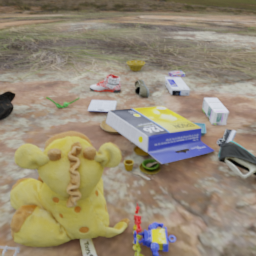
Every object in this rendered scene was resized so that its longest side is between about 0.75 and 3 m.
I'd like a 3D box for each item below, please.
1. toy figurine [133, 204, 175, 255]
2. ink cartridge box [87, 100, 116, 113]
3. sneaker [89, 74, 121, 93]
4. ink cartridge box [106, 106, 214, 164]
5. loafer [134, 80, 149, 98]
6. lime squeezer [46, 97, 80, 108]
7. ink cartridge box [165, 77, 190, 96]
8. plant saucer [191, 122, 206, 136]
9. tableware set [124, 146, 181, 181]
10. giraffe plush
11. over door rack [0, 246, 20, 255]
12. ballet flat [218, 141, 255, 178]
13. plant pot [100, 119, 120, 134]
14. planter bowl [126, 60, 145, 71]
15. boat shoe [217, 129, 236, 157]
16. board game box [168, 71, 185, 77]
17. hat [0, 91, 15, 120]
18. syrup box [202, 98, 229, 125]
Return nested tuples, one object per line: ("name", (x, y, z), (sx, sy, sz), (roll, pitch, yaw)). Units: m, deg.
("toy figurine", (0.567, 2.307, 5.774), (0.890, 0.783, 1.485), (5, 29, -2))
("ink cartridge box", (-1.115, -0.868, 12.144), (1.124, 0.248, 1.145), (3, 30, 3))
("sneaker", (-1.158, -2.272, 14.066), (1.639, 0.878, 0.547), (7, 29, 13))
("ink cartridge box", (1.107, 0.069, 9.180), (2.666, 0.634, 2.697), (-6, 28, -41))
("loafer", (0.574, -1.969, 13.822), (0.538, 0.581, 1.546), (-4, 29, -17))
("lime squeezer", (-2.873, -1.120, 12.352), (1.463, 0.516, 0.276), (-2, 12, -24))
("ink cartridge box", (2.460, -2.156, 14.335), (0.913, 0.360, 1.835), (1, 31, -6))
("plant saucer", (1.791, -0.020, 10.623), (2.229, 0.211, 0.779), (6, 29, 10))
("tableware set", (0.674, 0.824, 8.930), (1.409, 0.321, 2.091), (21, 35, 34))
("giraffe plush", (-1.305, 1.151, 5.958), (2.555, 2.401, 2.961), (-20, 37, -33))
("over door rack", (-2.546, 2.618, 5.547), (0.555, 0.250, 0.751), (6, 7, -4))
("ballet flat", (3.560, 1.201, 7.740), (2.311, 0.786, 0.790), (29, 65, 33))
("plant pot", (-0.450, -0.077, 10.742), (1.243, 0.171, 1.243), (0, 27, 0))
("planter bowl", (0.469, -3.798, 17.318), (1.161, 0.484, 1.161), (0, 28, 0))
("boat shoe", (3.106, 0.500, 9.114), (0.419, 0.453, 1.226), (21, 61, 28))
("board game box", (2.861, -3.152, 16.435), (0.810, 0.181, 0.545), (-9, 30, -16))
("hat", (-5.168, -0.718, 11.282), (1.727, 0.697, 1.727), (-35, -2, -1))
("syrup box", (3.538, -0.694, 11.460), (0.592, 0.572, 1.453), (0, 29, -2))
